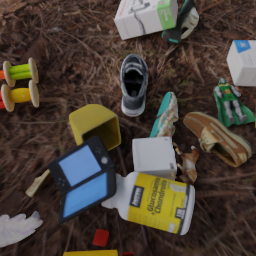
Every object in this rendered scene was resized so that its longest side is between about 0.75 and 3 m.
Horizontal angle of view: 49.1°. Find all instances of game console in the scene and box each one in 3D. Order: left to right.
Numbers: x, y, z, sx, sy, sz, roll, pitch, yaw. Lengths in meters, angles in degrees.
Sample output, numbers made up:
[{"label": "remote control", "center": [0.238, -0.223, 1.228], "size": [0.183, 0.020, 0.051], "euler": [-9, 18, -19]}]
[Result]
[{"label": "game console", "center": [-1.059, 1.077, 6.058], "size": [1.489, 0.866, 1.309], "euler": [-30, 87, 13]}]

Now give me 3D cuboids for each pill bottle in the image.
[{"label": "pill bottle", "center": [0.436, 1.596, 6.223], "size": [1.917, 1.074, 1.074], "euler": [12, 52, 10]}]

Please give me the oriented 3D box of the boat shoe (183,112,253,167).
[{"label": "boat shoe", "center": [2.288, 0.291, 7.492], "size": [1.988, 0.752, 0.734], "euler": [35, 62, 26]}]

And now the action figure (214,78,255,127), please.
[{"label": "action figure", "center": [3.096, -0.882, 8.616], "size": [1.087, 0.503, 1.840], "euler": [-5, 48, 0]}]

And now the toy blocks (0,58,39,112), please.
[{"label": "toy blocks", "center": [-4.034, -1.261, 8.656], "size": [2.331, 0.846, 1.943], "euler": [-10, 53, -8]}]

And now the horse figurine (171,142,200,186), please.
[{"label": "horse figurine", "center": [1.468, 0.961, 7.036], "size": [0.927, 0.349, 1.399], "euler": [34, 43, -30]}]

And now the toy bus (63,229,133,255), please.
[{"label": "toy bus", "center": [-0.399, 2.803, 5.338], "size": [1.719, 0.941, 1.822], "euler": [34, 59, 24]}]

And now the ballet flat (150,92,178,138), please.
[{"label": "ballet flat", "center": [1.115, -0.209, 8.057], "size": [0.601, 0.711, 1.881], "euler": [32, 57, -13]}]

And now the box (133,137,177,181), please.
[{"label": "box", "center": [0.642, 0.821, 7.104], "size": [1.001, 0.654, 0.996], "euler": [-3, 51, -3]}]

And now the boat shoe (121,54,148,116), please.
[{"label": "boat shoe", "center": [0.171, -1.631, 8.914], "size": [0.948, 0.896, 2.643], "euler": [4, 51, 3]}]

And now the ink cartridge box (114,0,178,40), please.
[{"label": "ink cartridge box", "center": [0.709, -4.366, 10.673], "size": [2.146, 0.902, 1.561], "euler": [-6, 48, 22]}]

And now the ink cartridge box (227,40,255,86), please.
[{"label": "ink cartridge box", "center": [4.773, -2.140, 9.353], "size": [2.503, 0.842, 1.454], "euler": [1, 52, 0]}]

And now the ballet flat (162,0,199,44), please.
[{"label": "ballet flat", "center": [2.225, -4.144, 11.055], "size": [0.869, 0.864, 2.541], "euler": [29, 66, 10]}]

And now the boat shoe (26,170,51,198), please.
[{"label": "boat shoe", "center": [-2.202, 1.335, 6.936], "size": [0.257, 0.284, 0.797], "euler": [23, 56, 17]}]

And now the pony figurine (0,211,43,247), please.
[{"label": "pony figurine", "center": [-3.430, 1.965, 5.593], "size": [2.563, 2.211, 2.655], "euler": [-39, 59, 11]}]

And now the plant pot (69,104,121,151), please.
[{"label": "plant pot", "center": [-0.990, -0.009, 7.544], "size": [1.096, 1.103, 1.129], "euler": [-30, 50, -22]}]
